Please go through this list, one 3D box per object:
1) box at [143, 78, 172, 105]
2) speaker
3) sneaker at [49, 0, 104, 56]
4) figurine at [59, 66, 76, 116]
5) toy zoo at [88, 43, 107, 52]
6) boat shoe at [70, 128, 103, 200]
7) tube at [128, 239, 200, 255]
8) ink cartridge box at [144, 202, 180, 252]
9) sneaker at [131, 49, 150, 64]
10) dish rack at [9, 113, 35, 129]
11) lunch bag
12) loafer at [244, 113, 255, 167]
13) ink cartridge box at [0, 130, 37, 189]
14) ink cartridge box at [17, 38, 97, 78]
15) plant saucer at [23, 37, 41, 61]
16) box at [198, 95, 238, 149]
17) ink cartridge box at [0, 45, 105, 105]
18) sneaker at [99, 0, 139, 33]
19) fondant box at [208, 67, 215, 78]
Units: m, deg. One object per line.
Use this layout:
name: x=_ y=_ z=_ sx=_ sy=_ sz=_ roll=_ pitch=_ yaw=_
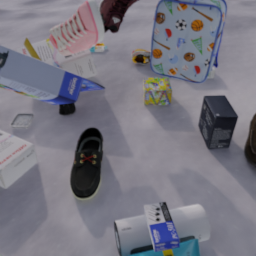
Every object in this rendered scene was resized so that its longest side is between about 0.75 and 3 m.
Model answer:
box: x=1.102 y=-1.426 z=10.804 sx=1.015 sy=0.643 sz=1.054 roll=0 pitch=38 yaw=0
speaker: x=0.714 y=2.176 z=5.962 sx=1.942 sy=0.788 sz=0.788 roll=-8 pitch=38 yaw=-11
sneaker: x=-1.678 y=-2.966 z=8.788 sx=1.479 sy=1.065 sz=2.829 roll=-22 pitch=6 yaw=-15
figurine: x=-2.337 y=-1.403 z=10.167 sx=0.610 sy=1.382 sz=1.416 roll=-9 pitch=38 yaw=-12
toy zoo: x=-1.821 y=-4.302 z=14.997 sx=1.403 sy=0.144 sz=0.920 roll=-2 pitch=37 yaw=-2
boat shoe: x=-1.134 y=0.907 z=7.708 sx=0.852 sy=0.730 sz=2.329 roll=2 pitch=39 yaw=0
tube: x=0.274 y=2.751 z=5.328 sx=2.344 sy=0.908 sz=0.591 roll=-7 pitch=1 yaw=-7
ink cartridge box: x=0.582 y=1.741 z=5.022 sx=0.441 sy=0.207 sz=0.938 roll=-9 pitch=27 yaw=-4
sneaker: x=1.040 y=-3.328 z=13.366 sx=1.830 sy=0.712 sz=0.752 roll=-1 pitch=41 yaw=14
dish rack: x=-3.615 y=-0.226 z=9.623 sx=0.681 sy=0.173 sz=0.794 roll=1 pitch=37 yaw=2
lunch bag: x=1.382 y=-2.039 z=6.546 sx=1.643 sy=2.050 sz=0.775 roll=14 pitch=46 yaw=12
loafer: x=4.102 y=0.171 z=8.426 sx=1.000 sy=0.978 sz=2.741 roll=10 pitch=38 yaw=13
ink cartridge box: x=-3.620 y=0.788 z=7.830 sx=1.709 sy=0.717 sz=1.237 roll=19 pitch=41 yaw=23
ink cartridge box: x=-2.914 y=-2.677 z=11.390 sx=2.731 sy=1.147 sz=1.978 roll=-21 pitch=51 yaw=-8
plant saucer: x=-2.803 y=-2.210 z=8.182 sx=0.192 sy=0.793 sz=0.793 roll=-32 pitch=20 yaw=-9
box: x=2.743 y=-0.189 z=8.702 sx=0.720 sy=1.227 sz=1.206 roll=-2 pitch=38 yaw=-2
ink cartridge box: x=-2.080 y=-0.987 z=5.336 sx=2.909 sy=0.610 sz=1.736 roll=15 pitch=-5 yaw=-29
sneaker: x=-0.135 y=-4.341 z=9.969 sx=1.123 sy=2.969 sz=1.715 roll=22 pitch=62 yaw=-27
fondant box: x=3.036 y=-2.638 z=12.587 sx=1.435 sy=0.418 sz=1.035 roll=0 pitch=37 yaw=-1
